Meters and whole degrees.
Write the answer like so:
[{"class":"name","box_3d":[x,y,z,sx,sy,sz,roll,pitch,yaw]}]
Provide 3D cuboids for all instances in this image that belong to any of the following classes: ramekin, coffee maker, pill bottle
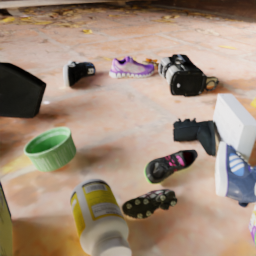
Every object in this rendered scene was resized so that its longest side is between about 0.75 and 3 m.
[{"class":"ramekin","box_3d":[-2.026,0.587,7.483,1.305,0.638,1.305,-15,27,8]},{"class":"coffee maker","box_3d":[2.407,-2.179,11.834,1.956,1.371,2.036,19,28,-19]},{"class":"pill bottle","box_3d":[-0.542,1.852,5.441,0.930,0.930,1.671,-11,33,-17]}]

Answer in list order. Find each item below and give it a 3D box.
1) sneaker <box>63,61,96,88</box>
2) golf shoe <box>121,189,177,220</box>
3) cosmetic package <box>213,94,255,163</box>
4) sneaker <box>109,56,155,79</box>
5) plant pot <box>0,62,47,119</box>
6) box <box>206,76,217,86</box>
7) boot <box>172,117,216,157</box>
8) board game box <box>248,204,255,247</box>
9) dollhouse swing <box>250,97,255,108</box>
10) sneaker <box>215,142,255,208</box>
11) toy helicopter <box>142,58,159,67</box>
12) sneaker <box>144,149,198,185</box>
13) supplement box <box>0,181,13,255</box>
[{"class":"sneaker","box_3d":[-2.116,-2.509,12.531,1.308,0.854,2.338,-2,31,-2]},{"class":"golf shoe","box_3d":[0.457,1.682,6.295,1.265,0.488,0.557,-10,6,-10]},{"class":"cosmetic package","box_3d":[2.929,0.040,7.930,0.474,1.384,1.835,-2,32,-3]},{"class":"sneaker","box_3d":[0.196,-2.870,13.036,2.167,0.958,0.872,-4,31,-9]},{"class":"plant pot","box_3d":[-3.677,-1.165,9.422,1.502,1.693,1.689,16,9,-11]},{"class":"box","box_3d":[3.484,-2.031,12.250,0.754,0.358,0.293,-5,32,-11]},{"class":"boot","box_3d":[1.950,0.276,8.354,1.232,0.556,1.503,-2,42,11]},{"class":"board game box","box_3d":[2.887,2.184,4.935,0.878,0.894,1.705,1,31,4]},{"class":"dollhouse swing","box_3d":[6.224,-1.593,9.710,2.621,2.304,2.382,-13,34,-19]},{"class":"sneaker","box_3d":[2.871,1.093,6.842,1.354,0.745,1.849,8,33,12]},{"class":"toy helicopter","box_3d":[1.355,-3.227,14.186,1.369,0.540,0.905,4,21,-15]},{"class":"sneaker","box_3d":[1.094,0.890,7.101,1.662,0.696,0.638,-23,73,-30]},{"class":"supplement box","box_3d":[-2.877,1.639,4.078,1.821,2.712,2.709,-11,34,-17]}]
